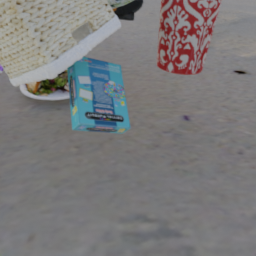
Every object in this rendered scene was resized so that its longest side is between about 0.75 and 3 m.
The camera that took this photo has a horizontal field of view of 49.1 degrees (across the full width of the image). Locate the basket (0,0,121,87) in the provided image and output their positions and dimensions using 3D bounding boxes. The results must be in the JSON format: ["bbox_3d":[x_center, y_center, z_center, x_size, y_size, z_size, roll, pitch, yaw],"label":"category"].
[{"bbox_3d":[-1.768,-2.249,6.053,2.190,1.762,2.171,1,40,46],"label":"basket"}]

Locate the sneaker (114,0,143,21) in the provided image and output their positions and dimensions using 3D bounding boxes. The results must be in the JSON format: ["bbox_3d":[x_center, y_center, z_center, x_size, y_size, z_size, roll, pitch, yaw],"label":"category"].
[{"bbox_3d":[-0.275,-5.141,12.000,1.781,0.929,0.535,8,15,5],"label":"sneaker"}]

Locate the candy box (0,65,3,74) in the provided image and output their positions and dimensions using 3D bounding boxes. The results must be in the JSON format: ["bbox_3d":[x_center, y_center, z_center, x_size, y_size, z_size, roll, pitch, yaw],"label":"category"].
[{"bbox_3d":[-4.366,-2.109,8.882,0.898,0.383,1.071,34,21,-26],"label":"candy box"}]

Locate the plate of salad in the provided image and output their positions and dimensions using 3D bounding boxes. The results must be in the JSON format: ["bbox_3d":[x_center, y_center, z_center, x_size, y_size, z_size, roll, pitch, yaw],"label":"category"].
[{"bbox_3d":[-2.777,-1.905,11.092,2.927,0.703,2.927,0,33,0],"label":"plate of salad"}]

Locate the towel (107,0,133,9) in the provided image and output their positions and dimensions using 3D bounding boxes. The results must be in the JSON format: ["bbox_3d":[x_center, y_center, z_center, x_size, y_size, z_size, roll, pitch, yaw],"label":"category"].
[{"bbox_3d":[-0.554,-3.648,7.680,2.415,0.581,2.067,14,46,45],"label":"towel"}]

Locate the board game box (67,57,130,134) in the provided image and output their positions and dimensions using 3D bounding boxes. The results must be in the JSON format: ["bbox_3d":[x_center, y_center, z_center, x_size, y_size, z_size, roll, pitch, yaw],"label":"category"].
[{"bbox_3d":[-0.697,-0.758,6.502,1.292,0.402,1.712,5,66,-33],"label":"board game box"}]

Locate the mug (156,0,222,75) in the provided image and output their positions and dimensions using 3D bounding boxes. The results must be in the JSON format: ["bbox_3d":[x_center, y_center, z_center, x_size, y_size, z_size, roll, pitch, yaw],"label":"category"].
[{"bbox_3d":[1.976,-3.138,8.366,2.407,2.712,1.809,-14,35,-29],"label":"mug"}]

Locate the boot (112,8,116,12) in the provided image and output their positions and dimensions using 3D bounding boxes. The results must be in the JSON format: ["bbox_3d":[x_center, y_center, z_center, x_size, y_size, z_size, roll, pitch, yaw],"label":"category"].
[{"bbox_3d":[-0.744,-4.516,9.872,1.672,0.588,1.197,10,13,-45],"label":"boot"}]
